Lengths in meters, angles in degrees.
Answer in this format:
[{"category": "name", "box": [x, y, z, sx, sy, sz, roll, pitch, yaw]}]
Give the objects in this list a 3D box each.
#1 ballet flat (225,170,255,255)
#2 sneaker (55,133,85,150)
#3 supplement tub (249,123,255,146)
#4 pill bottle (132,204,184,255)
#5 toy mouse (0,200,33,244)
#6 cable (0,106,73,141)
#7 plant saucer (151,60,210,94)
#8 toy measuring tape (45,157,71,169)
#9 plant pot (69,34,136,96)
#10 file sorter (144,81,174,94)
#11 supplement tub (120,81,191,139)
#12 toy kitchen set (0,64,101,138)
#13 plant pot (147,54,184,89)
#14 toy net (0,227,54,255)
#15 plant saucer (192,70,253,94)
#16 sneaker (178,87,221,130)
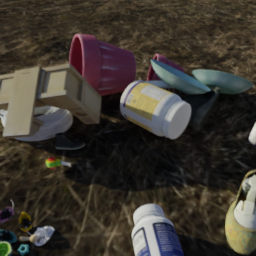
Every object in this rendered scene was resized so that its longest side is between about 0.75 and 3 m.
[{"category": "ballet flat", "box": [3.293, 2.106, 7.605, 0.942, 0.942, 2.664, 19, 41, 24]}, {"category": "sneaker", "box": [-2.105, 0.455, 10.052, 1.059, 0.562, 0.396, -3, 22, -5]}, {"category": "supplement tub", "box": [5.476, 0.247, 9.268, 2.344, 1.704, 1.704, 29, 44, 18]}, {"category": "pill bottle", "box": [0.672, 2.764, 6.462, 1.064, 1.064, 1.916, -5, 35, -7]}, {"category": "toy mouse", "box": [-3.138, 2.561, 7.295, 1.139, 0.248, 1.282, -15, 63, -31]}, {"category": "cable", "box": [-3.558, -0.511, 11.113, 2.733, 0.946, 2.734, -29, 46, -33]}, {"category": "plant saucer", "box": [2.075, -2.002, 11.691, 2.771, 0.533, 2.771, 23, 20, -9]}, {"category": "toy measuring tape", "box": [-2.294, 1.157, 8.944, 1.040, 0.383, 0.383, 6, 34, 34]}, {"category": "plant pot", "box": [-1.133, -2.619, 12.634, 2.548, 2.847, 2.847, -1, 34, -23]}, {"category": "file sorter", "box": [1.210, -1.516, 12.368, 1.499, 0.933, 1.040, -2, 22, -3]}, {"category": "supplement tub", "box": [1.026, -0.694, 10.689, 2.314, 1.682, 1.682, 29, 45, 33]}, {"category": "toy kitchen set", "box": [-2.972, -0.486, 10.459, 2.988, 2.696, 2.438, -4, 69, 19]}, {"category": "plant pot", "box": [1.828, -2.576, 13.550, 1.454, 1.625, 1.625, 14, 35, -9]}, {"category": "toy net", "box": [-2.514, 2.928, 6.944, 1.511, 0.292, 0.792, -26, 43, -29]}, {"category": "plant saucer", "box": [4.177, -1.976, 12.705, 2.731, 0.526, 2.731, 16, 3, -1]}, {"category": "sneaker", "box": [2.861, -1.107, 11.804, 1.592, 1.062, 2.779, 27, 50, 23]}]
